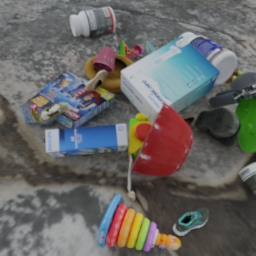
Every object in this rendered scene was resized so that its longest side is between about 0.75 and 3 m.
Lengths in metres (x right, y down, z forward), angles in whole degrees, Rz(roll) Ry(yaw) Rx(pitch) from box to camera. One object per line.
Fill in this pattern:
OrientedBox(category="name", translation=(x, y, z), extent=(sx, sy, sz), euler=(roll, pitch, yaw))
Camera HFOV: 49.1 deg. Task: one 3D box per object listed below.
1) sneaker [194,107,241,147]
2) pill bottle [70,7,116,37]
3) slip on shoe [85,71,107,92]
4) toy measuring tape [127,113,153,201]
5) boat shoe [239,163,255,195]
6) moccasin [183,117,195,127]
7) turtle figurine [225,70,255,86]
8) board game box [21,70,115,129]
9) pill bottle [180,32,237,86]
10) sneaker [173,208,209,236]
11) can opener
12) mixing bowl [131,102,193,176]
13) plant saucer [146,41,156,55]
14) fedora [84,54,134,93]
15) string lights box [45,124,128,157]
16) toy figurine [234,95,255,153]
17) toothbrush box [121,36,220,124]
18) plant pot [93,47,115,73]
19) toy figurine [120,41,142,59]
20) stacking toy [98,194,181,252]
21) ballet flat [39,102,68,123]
OrientedBox(category="sneaker", translation=(3.149, 0.014, 8.883), extent=(1.380, 2.408, 0.921), euler=(25, 88, -7))
OrientedBox(category="pill bottle", translation=(-1.939, -5.753, 15.312), extent=(2.280, 1.321, 1.321), euler=(-17, 46, -16))
OrientedBox(category="slip on shoe", translation=(-1.086, -1.740, 10.441), extent=(0.368, 0.461, 1.214), euler=(19, 43, 27))
OrientedBox(category="toy measuring tape", translation=(0.504, 0.787, 8.601), extent=(1.063, 1.063, 2.890), euler=(1, 59, 1))
OrientedBox(category="boat shoe", translation=(4.429, 1.282, 8.191), extent=(2.606, 0.921, 0.830), euler=(-14, 60, -22))
OrientedBox(category="moccasin", translation=(1.864, -0.056, 9.898), extent=(1.246, 0.481, 0.456), euler=(-21, 74, -25))
OrientedBox(category="turtle figurine", translation=(5.074, -1.846, 11.573), extent=(1.907, 0.762, 2.365), euler=(21, 59, 31))
OrientedBox(category="board game box", translation=(-2.379, -0.846, 10.494), extent=(2.705, 0.834, 2.703), euler=(31, 51, 28))
OrientedBox(category="pill bottle", translation=(3.104, -2.949, 11.646), extent=(1.442, 1.442, 2.491), euler=(-22, 47, -22))
OrientedBox(category="sneaker", translation=(1.698, 2.394, 7.336), extent=(1.120, 0.511, 0.435), euler=(-24, 49, -24))
OrientedBox(category="can opener", translation=(3.679, -1.338, 9.743), extent=(0.726, 2.723, 0.910), euler=(-34, 97, -15))
OrientedBox(category="mixing bowl", translation=(1.118, 0.524, 8.268), extent=(1.245, 2.299, 2.299), euler=(26, 47, 5))
OrientedBox(category="plant saucer", translation=(1.165, -3.345, 12.899), extent=(0.273, 1.420, 1.420), euler=(-31, 40, 20))
OrientedBox(category="fedora", translation=(-0.738, -2.212, 11.817), extent=(2.309, 0.942, 2.309), euler=(1, 48, -1))
OrientedBox(category="string lights box", translation=(-1.258, 0.409, 8.795), extent=(2.394, 1.230, 0.706), euler=(-5, 78, -5))
OrientedBox(category="toy figurine", translation=(5.284, 0.008, 9.221), extent=(2.692, 2.196, 2.925), euler=(17, 14, -4))
OrientedBox(category="toothbrush box", translation=(1.491, -1.732, 10.404), extent=(2.938, 1.253, 2.151), euler=(-34, 69, -17))
OrientedBox(category="plant pot", translation=(-0.898, -2.764, 11.291), extent=(0.881, 0.881, 0.789), euler=(15, 78, 16))
OrientedBox(category="toy figurine", translation=(0.201, -3.655, 13.464), extent=(1.001, 0.817, 1.088), euler=(-2, 52, -13))
OrientedBox(category="stacking toy", translation=(0.321, 2.539, 6.741), extent=(1.924, 1.116, 1.056), euler=(18, 34, 8))
OrientedBox(category="ballet flat", translation=(-2.612, -0.528, 9.474), extent=(1.274, 0.450, 0.450), euler=(-23, 39, 21))
